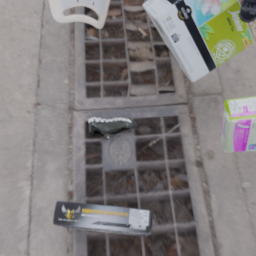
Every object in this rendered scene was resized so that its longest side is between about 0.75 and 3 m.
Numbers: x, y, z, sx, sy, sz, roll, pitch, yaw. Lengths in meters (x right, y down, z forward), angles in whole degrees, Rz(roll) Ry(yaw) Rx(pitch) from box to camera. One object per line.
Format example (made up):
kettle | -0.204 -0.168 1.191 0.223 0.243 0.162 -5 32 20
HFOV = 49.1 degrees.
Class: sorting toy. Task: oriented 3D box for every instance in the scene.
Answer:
sorting toy | -1.283 -4.132 7.974 2.613 2.352 1.396 -6 22 -36

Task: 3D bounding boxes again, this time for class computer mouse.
computer mouse | 2.833 -2.788 6.409 0.666 0.253 0.961 20 82 14

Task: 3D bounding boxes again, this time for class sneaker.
sneaker | -0.539 0.059 9.169 1.636 0.544 0.740 2 70 5

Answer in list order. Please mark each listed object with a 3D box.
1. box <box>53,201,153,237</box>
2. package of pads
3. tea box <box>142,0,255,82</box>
box | -0.591 2.445 7.418 2.354 1.864 0.569 5 68 3
package of pads | 3.419 -0.108 6.847 2.115 1.634 0.721 -6 54 12
tea box | 2.033 -2.979 7.810 2.249 2.286 1.528 -34 35 12
